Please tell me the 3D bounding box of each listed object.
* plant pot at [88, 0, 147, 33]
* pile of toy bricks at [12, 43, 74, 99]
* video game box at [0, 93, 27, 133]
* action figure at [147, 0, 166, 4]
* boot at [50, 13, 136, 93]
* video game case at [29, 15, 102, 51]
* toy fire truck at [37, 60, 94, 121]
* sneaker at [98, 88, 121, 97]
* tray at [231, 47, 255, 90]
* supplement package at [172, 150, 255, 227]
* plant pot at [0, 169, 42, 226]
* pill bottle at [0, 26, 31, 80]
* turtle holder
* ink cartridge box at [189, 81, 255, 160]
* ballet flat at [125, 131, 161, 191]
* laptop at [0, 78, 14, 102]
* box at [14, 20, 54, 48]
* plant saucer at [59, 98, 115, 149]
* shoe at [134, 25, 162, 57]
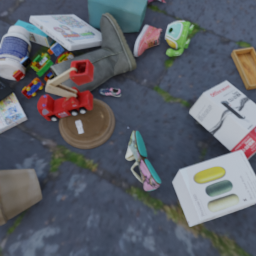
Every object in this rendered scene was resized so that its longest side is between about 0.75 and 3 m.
[{"bbox_3d":[-0.350,-4.574,10.722,1.969,1.392,1.391,18,66,4],"label":"plant pot"},{"bbox_3d":[-3.106,-2.187,9.866,2.218,1.230,1.095,-46,39,-9],"label":"pile of toy bricks"},{"bbox_3d":[-4.160,-0.528,9.407,1.107,0.284,1.215,-30,68,-9],"label":"video game box"},{"bbox_3d":[0.719,-5.783,11.636,2.095,1.560,1.403,36,110,0],"label":"action figure"},{"bbox_3d":[-1.379,-2.515,9.838,2.777,1.007,2.524,-25,80,-7],"label":"boot"},{"bbox_3d":[-2.049,-3.526,10.184,2.002,0.261,2.199,38,37,15],"label":"video game case"},{"bbox_3d":[-1.912,-1.045,8.505,2.388,1.684,0.582,-13,56,17],"label":"toy fire truck"},{"bbox_3d":[-0.649,-1.280,9.729,0.814,0.334,0.286,2,65,1],"label":"sneaker"},{"bbox_3d":[4.419,-2.162,10.169,0.791,0.297,1.604,-11,65,-4],"label":"tray"},{"bbox_3d":[2.406,1.706,7.760,1.840,1.386,1.396,-16,66,-7],"label":"supplement package"},{"bbox_3d":[-3.191,1.774,7.807,1.343,1.547,1.547,-15,65,-25],"label":"plant pot"},{"bbox_3d":[-4.060,-2.705,10.016,0.998,0.998,1.798,2,66,1],"label":"pill bottle"},{"bbox_3d":[1.839,-3.330,10.433,0.906,1.275,0.969,15,30,6],"label":"turtle holder"},{"bbox_3d":[3.261,-0.279,8.628,1.608,0.933,2.228,-28,65,-41],"label":"ink cartridge box"},{"bbox_3d":[0.339,1.020,8.549,0.691,0.671,1.942,-31,64,18],"label":"ballet flat"},{"bbox_3d":[-5.257,-1.409,9.312,1.912,1.114,2.157,-42,50,-16],"label":"laptop"},{"bbox_3d":[-3.573,-3.574,10.663,1.401,0.577,0.344,22,66,9],"label":"box"},{"bbox_3d":[-1.372,-0.217,9.278,1.888,0.278,1.888,0,66,0],"label":"plant saucer"},{"bbox_3d":[0.759,-3.231,10.509,0.700,0.550,1.538,16,62,14],"label":"shoe"}]
